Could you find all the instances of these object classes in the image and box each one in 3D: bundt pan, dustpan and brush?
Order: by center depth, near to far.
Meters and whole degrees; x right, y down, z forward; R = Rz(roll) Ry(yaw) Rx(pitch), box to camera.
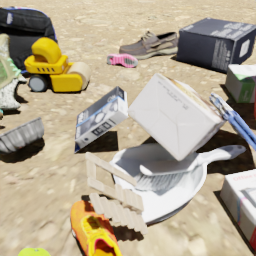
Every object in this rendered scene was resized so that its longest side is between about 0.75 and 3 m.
[{"bbox_3d":[1.207,0.860,6.047,2.872,0.822,2.004,-6,36,-16],"label":"dustpan and brush"},{"bbox_3d":[-2.650,0.232,6.887,1.346,0.505,1.346,-25,7,3],"label":"bundt pan"}]

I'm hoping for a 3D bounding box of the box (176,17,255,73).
[{"bbox_3d":[3.831,-3.657,12.073,2.441,1.396,2.681,25,42,31],"label":"box"}]

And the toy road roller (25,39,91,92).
[{"bbox_3d":[-2.490,-2.220,9.825,2.199,1.605,1.351,2,35,3],"label":"toy road roller"}]

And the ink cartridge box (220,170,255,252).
[{"bbox_3d":[2.602,1.528,5.279,1.097,0.637,1.487,-9,38,-10],"label":"ink cartridge box"}]

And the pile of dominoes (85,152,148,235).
[{"bbox_3d":[-0.245,1.200,4.895,0.234,1.469,1.145,-34,41,23],"label":"pile of dominoes"}]

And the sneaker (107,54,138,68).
[{"bbox_3d":[-0.180,-2.898,11.848,1.377,0.544,0.657,15,26,19],"label":"sneaker"}]

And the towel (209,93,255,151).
[{"bbox_3d":[2.605,-0.003,6.554,0.260,1.602,2.181,-40,10,16],"label":"towel"}]

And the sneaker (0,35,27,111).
[{"bbox_3d":[-3.670,-1.627,8.686,1.114,2.514,0.967,3,-7,-8],"label":"sneaker"}]

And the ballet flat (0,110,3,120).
[{"bbox_3d":[-4.274,-0.290,7.811,1.702,0.577,0.616,8,47,21],"label":"ballet flat"}]

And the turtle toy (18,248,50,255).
[{"bbox_3d":[-1.090,2.430,3.765,1.265,0.877,1.735,-22,40,-28],"label":"turtle toy"}]

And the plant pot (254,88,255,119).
[{"bbox_3d":[4.652,-1.095,7.701,2.468,2.184,2.468,-1,35,0],"label":"plant pot"}]

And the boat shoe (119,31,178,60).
[{"bbox_3d":[0.945,-3.820,12.605,2.910,1.067,1.084,-14,37,-19],"label":"boat shoe"}]

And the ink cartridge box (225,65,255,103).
[{"bbox_3d":[4.461,-1.509,9.499,1.880,0.822,1.366,-2,35,-1],"label":"ink cartridge box"}]

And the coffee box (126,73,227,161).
[{"bbox_3d":[1.185,-0.245,5.983,1.379,0.974,2.439,44,19,17],"label":"coffee box"}]

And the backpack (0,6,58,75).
[{"bbox_3d":[-4.164,-3.288,10.742,2.686,2.820,2.172,-15,24,-26],"label":"backpack"}]

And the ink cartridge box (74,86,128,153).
[{"bbox_3d":[-0.800,-0.187,6.860,1.832,0.359,0.911,-34,39,27],"label":"ink cartridge box"}]

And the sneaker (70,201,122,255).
[{"bbox_3d":[-0.489,1.852,4.733,0.700,0.740,1.918,-19,38,-22],"label":"sneaker"}]
